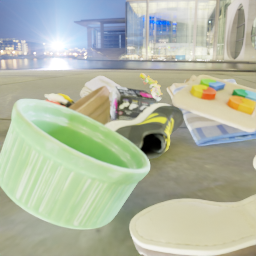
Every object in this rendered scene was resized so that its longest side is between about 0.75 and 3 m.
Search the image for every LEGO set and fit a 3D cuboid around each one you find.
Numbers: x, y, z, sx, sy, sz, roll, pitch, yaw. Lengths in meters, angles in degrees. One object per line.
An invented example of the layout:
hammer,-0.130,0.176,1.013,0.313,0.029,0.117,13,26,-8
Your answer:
LEGO set,0.923,-1.647,11.619,0.635,1.379,0.513,-9,32,51

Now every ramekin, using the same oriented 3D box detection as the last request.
ramekin,-0.754,0.456,3.785,1.913,0.934,1.913,27,9,-5

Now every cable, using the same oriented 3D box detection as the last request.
cable,-2.000,-0.783,10.337,2.891,0.727,1.404,8,27,21

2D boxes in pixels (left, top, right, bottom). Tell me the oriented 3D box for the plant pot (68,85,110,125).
plant pot,-1.099,-0.223,7.205,1.852,0.855,1.852,-32,16,11

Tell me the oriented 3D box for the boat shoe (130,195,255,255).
boat shoe,1.043,1.196,3.125,2.077,0.618,0.746,-4,30,-11

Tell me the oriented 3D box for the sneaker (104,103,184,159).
sneaker,0.594,0.201,6.552,1.155,1.017,2.730,22,34,39

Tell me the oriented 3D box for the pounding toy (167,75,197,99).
pounding toy,2.536,-1.639,11.181,1.741,0.995,0.999,-4,-12,-27

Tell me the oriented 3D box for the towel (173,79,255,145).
towel,2.610,-0.591,8.123,2.146,0.348,2.921,-8,35,0

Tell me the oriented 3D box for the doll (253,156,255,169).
doll,3.461,0.704,5.144,2.142,0.519,1.461,-1,17,15

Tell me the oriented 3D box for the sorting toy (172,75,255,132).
sorting toy,2.537,-0.839,7.446,2.122,0.418,2.293,22,34,22

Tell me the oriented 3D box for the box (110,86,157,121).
box,0.085,-0.581,8.140,1.068,0.927,1.616,7,15,-10

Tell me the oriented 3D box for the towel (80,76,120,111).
towel,-0.613,-1.167,10.455,1.907,0.496,2.878,31,20,-1
